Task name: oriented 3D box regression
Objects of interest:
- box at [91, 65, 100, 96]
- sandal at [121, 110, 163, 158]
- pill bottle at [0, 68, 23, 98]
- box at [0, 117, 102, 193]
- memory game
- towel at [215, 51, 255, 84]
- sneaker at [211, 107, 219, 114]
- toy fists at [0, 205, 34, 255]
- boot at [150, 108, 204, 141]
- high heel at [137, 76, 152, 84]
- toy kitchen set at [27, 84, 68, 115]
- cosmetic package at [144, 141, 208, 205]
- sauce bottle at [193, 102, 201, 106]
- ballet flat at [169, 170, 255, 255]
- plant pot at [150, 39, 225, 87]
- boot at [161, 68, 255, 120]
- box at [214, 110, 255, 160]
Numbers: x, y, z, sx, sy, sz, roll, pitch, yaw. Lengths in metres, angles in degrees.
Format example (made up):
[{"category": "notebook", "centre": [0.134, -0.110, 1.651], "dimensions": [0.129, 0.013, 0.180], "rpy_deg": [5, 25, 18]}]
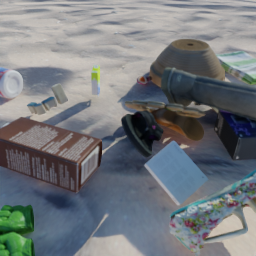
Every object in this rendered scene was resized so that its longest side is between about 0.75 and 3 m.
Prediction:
[{"category": "box", "centre": [-1.092, -1.579, 9.522], "dimensions": [0.228, 0.958, 0.584], "rpy_deg": [4, 38, 0]}, {"category": "sandal", "centre": [0.443, -0.079, 6.881], "dimensions": [0.660, 1.036, 2.756], "rpy_deg": [-37, 4, 14]}, {"category": "pill bottle", "centre": [-4.755, -1.700, 9.995], "dimensions": [1.768, 0.992, 0.992], "rpy_deg": [15, 37, 20]}, {"category": "box", "centre": [-1.939, 0.566, 6.652], "dimensions": [2.360, 0.884, 1.182], "rpy_deg": [17, 30, 16]}, {"category": "memory game", "centre": [1.017, -0.515, 7.928], "dimensions": [2.279, 0.145, 2.279], "rpy_deg": [9, -1, 0]}, {"category": "towel", "centre": [5.070, -2.655, 11.901], "dimensions": [1.925, 0.396, 2.580], "rpy_deg": [-15, 38, -19]}, {"category": "sneaker", "centre": [2.850, -0.721, 8.409], "dimensions": [0.433, 0.579, 1.290], "rpy_deg": [-22, 71, -47]}, {"category": "toy fists", "centre": [-2.141, 1.998, 5.107], "dimensions": [0.746, 0.503, 1.463], "rpy_deg": [-10, 37, -13]}, {"category": "boot", "centre": [1.313, -0.111, 7.900], "dimensions": [1.450, 0.556, 1.126], "rpy_deg": [22, -3, -17]}, {"category": "high heel", "centre": [0.486, -1.754, 10.527], "dimensions": [0.475, 0.333, 0.988], "rpy_deg": [-16, 0, 35]}, {"category": "toy kitchen set", "centre": [-2.609, -0.917, 8.844], "dimensions": [1.019, 0.600, 0.816], "rpy_deg": [-35, 26, -31]}, {"category": "cosmetic package", "centre": [1.035, 0.964, 6.084], "dimensions": [0.842, 0.289, 1.117], "rpy_deg": [-38, 79, -12]}, {"category": "sauce bottle", "centre": [3.406, -0.943, 9.066], "dimensions": [2.490, 0.806, 0.806], "rpy_deg": [0, 35, 4]}, {"category": "ballet flat", "centre": [2.048, 1.435, 5.141], "dimensions": [2.703, 1.022, 0.864], "rpy_deg": [-28, 60, -3]}, {"category": "plant pot", "centre": [2.360, -2.620, 11.015], "dimensions": [2.950, 1.362, 2.950], "rpy_deg": [1, 34, -1]}, {"category": "boot", "centre": [2.532, -0.857, 7.903], "dimensions": [2.828, 1.026, 2.571], "rpy_deg": [12, 1, 23]}, {"category": "box", "centre": [3.593, 0.102, 7.615], "dimensions": [1.990, 0.785, 1.404], "rpy_deg": [-4, 37, -5]}]
